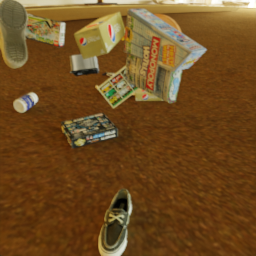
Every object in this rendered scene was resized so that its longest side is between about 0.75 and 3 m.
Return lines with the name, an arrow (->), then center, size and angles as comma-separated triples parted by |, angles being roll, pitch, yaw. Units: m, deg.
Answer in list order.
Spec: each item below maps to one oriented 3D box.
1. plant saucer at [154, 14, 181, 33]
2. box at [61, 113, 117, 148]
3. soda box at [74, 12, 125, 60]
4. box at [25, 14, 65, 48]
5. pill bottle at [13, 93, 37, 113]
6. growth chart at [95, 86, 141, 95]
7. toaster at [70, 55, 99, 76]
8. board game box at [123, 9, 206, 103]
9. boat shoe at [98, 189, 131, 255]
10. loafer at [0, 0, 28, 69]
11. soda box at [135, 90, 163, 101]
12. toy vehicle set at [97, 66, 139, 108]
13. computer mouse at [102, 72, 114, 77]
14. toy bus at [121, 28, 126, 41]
plant saucer -> 0.770, -2.416, 8.291 | 1.785, 1.785, 0.288 | 22, 25, 33
box -> -1.433, 0.055, 10.224 | 1.728, 0.397, 1.373 | -14, 33, -23
soda box -> -0.715, -2.688, 8.005 | 0.748, 0.707, 2.207 | -9, 29, 20
box -> -3.000, -3.468, 9.988 | 1.537, 0.846, 0.267 | 18, 27, 16
pill bottle -> -4.386, -1.110, 12.048 | 0.584, 0.584, 1.009 | 9, 32, 16
growth chart -> -0.249, -1.872, 13.725 | 2.402, 0.213, 1.738 | -10, 32, -17
toaster -> -1.774, -2.515, 11.289 | 1.072, 0.704, 1.186 | -9, 3, -2
board game box -> 0.576, -1.214, 5.035 | 0.459, 1.487, 1.486 | -23, 42, -39
boat shoe -> -0.292, 2.141, 6.491 | 0.622, 0.560, 1.759 | 4, 31, 7
loafer -> -2.631, -2.090, 6.282 | 0.652, 1.722, 0.588 | 6, -22, -35
soda box -> 0.974, -1.509, 12.895 | 1.306, 0.418, 0.442 | -1, 30, 0
toy vehicle set -> -0.143, -0.930, 6.192 | 0.926, 0.575, 0.123 | -37, 16, 10
computer mouse -> -1.047, -2.965, 15.654 | 0.789, 0.173, 0.433 | 16, 29, 35
toy bus -> 0.037, -3.886, 11.220 | 0.361, 0.923, 0.301 | 44, 11, 9
